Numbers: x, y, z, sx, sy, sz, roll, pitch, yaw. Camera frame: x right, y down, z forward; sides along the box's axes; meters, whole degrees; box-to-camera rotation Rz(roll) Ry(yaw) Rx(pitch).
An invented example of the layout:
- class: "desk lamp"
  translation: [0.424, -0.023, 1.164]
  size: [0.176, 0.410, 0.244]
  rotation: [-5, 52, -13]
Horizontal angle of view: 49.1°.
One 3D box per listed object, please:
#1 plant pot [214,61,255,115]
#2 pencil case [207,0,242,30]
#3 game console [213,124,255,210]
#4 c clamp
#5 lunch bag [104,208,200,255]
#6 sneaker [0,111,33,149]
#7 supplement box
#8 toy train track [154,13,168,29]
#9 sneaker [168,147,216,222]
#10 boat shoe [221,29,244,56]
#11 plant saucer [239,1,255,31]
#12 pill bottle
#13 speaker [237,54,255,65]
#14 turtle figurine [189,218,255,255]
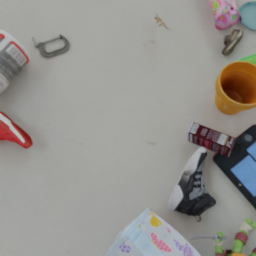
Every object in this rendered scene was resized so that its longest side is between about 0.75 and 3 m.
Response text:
- class: "plant pot"
  translation: [3.282, -1.064, 8.575]
  size: [1.452, 1.329, 1.452]
  rotation: [0, 70, -1]
- class: "pencil case"
  translation: [3.361, -4.695, 10.147]
  size: [0.993, 0.993, 2.271]
  rotation: [-7, 69, -2]
- class: "game console"
  translation: [3.931, 1.160, 8.269]
  size: [1.966, 0.345, 2.223]
  rotation: [-35, 73, -12]
- class: "c clamp"
  translation: [-2.726, -2.988, 9.926]
  size: [1.221, 0.165, 1.043]
  rotation: [-17, 70, -6]
- class: "lunch bag"
  translation: [0.732, 3.136, 6.186]
  size: [2.400, 2.830, 1.799]
  rotation: [41, 74, 13]
- class: "sneaker"
  translation: [-3.772, 0.301, 8.503]
  size: [1.829, 0.717, 1.057]
  rotation: [37, 82, 26]
- class: "supplement box"
  translation: [2.408, 0.341, 8.244]
  size: [1.311, 0.714, 0.399]
  rotation: [23, 71, 21]
- class: "toy train track"
  translation: [1.046, -3.682, 9.718]
  size: [0.199, 0.702, 1.224]
  rotation: [-39, 28, 16]
- class: "sneaker"
  translation: [2.013, 1.607, 7.904]
  size: [1.148, 0.761, 2.017]
  rotation: [28, 78, 9]
- class: "boat shoe"
  translation: [3.566, -3.003, 9.821]
  size: [0.471, 0.478, 1.284]
  rotation: [32, 64, 22]
- class: "plant saucer"
  translation: [4.708, -4.094, 10.336]
  size: [1.339, 0.183, 1.339]
  rotation: [0, 70, 0]
- class: "pill bottle"
  translation: [-4.371, -1.765, 8.812]
  size: [1.377, 1.377, 2.418]
  rotation: [31, 72, 11]
- class: "speaker"
  translation: [4.151, -2.011, 9.251]
  size: [1.740, 0.770, 0.770]
  rotation: [-19, 70, -7]
- class: "turtle figurine"
  translation: [2.831, 3.075, 6.828]
  size: [1.931, 1.433, 1.991]
  rotation: [-34, 113, -29]
